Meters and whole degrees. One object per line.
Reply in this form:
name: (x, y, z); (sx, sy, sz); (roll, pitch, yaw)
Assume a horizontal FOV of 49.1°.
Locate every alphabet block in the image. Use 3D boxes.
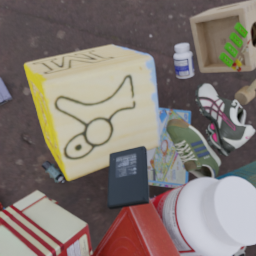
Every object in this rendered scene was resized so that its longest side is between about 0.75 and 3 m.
alphabet block: (-0.941, -0.589, 7.321); (2.592, 2.531, 2.545); (-18, 27, -21)

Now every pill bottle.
pill bottle: (1.486, 2.064, 6.245); (1.625, 2.895, 1.625); (11, 61, -21)
pill bottle: (1.727, -2.090, 8.732); (0.583, 0.974, 0.583); (-10, 29, 6)

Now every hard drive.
hard drive: (-0.009, 0.965, 5.500); (0.810, 0.191, 1.161); (-14, 52, 19)

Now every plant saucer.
plant saucer: (0.003, 3.019, 5.833); (0.470, 2.559, 2.563); (18, 24, -31)

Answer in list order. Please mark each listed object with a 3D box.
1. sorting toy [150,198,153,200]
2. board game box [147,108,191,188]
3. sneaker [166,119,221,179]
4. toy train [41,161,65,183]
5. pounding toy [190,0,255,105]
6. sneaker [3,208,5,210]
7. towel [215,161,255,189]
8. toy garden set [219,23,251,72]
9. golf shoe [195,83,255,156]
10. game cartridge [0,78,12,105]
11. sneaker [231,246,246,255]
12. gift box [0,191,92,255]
sorting toy: (0.978, 3.287, 8.543); (0.805, 0.800, 2.322); (-9, 69, -3)
board game box: (1.182, 0.635, 9.766); (1.839, 0.468, 2.735); (7, 69, 2)
sneaker: (1.670, 0.701, 7.242); (2.001, 0.671, 0.898); (43, 49, -19)
toy train: (-2.512, 1.482, 9.399); (0.924, 0.527, 0.394); (40, 74, 15)
pounding toy: (3.229, -2.054, 7.780); (1.195, 2.612, 2.295); (-34, 27, -32)
sneaker: (-4.621, 2.260, 9.110); (0.664, 0.593, 1.620); (-32, 82, -17)
towel: (3.583, 1.396, 7.193); (2.096, 2.858, 0.310); (-21, 94, -8)
toy garden set: (2.544, -1.855, 6.614); (0.767, 0.184, 0.920); (27, 91, -33)
golf shoe: (2.702, -0.439, 7.944); (1.134, 0.994, 2.574); (-36, 42, 30)
game cartridge: (-5.415, -1.144, 10.584); (1.703, 0.327, 1.104); (-31, 76, -12)
sneaker: (2.578, 2.894, 7.113); (0.712, 0.737, 1.767); (25, 90, -9)
gift box: (-1.929, 2.694, 5.898); (2.026, 2.002, 2.169); (16, 26, 35)
